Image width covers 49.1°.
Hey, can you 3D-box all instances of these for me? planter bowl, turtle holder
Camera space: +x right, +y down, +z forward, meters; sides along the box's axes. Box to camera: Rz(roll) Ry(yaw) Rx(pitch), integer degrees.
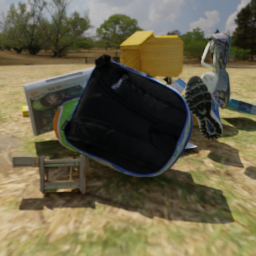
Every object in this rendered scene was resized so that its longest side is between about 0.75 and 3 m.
[{"bbox_3d":[2.787,-0.740,12.002,2.476,1.031,2.476,-6,17,2],"label":"planter bowl"},{"bbox_3d":[-1.313,-0.202,8.966,1.636,1.751,2.304,9,32,44],"label":"turtle holder"}]

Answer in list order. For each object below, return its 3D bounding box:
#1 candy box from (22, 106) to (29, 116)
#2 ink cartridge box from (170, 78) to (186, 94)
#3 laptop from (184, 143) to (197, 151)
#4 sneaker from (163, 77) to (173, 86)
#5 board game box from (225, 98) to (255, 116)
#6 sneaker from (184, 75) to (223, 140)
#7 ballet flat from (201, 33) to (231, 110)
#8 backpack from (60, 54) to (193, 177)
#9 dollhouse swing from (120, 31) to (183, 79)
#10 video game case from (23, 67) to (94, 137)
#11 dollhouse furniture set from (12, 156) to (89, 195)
[{"bbox_3d":[-4.124,-0.943,14.097,2.293,0.303,1.172,-6,15,-21],"label":"candy box"},{"bbox_3d":[1.645,-1.210,10.760,0.448,1.321,0.760,38,-21,-6],"label":"ink cartridge box"},{"bbox_3d":[0.878,-0.023,9.339,1.993,1.233,2.128,-7,14,-21],"label":"laptop"},{"bbox_3d":[1.662,-2.188,11.931,0.390,0.862,0.287,-11,-8,-11],"label":"sneaker"},{"bbox_3d":[4.787,-0.959,12.364,1.326,0.412,1.757,16,6,-2],"label":"board game box"},{"bbox_3d":[2.535,-0.724,9.437,0.890,2.267,1.010,-15,23,24],"label":"sneaker"},{"bbox_3d":[2.612,-1.725,8.431,0.858,2.385,0.858,4,-10,1],"label":"ballet flat"},{"bbox_3d":[0.189,-0.097,7.289,2.803,2.565,2.060,25,-3,22],"label":"backpack"},{"bbox_3d":[0.978,-2.465,10.873,1.807,2.055,1.868,16,45,25],"label":"dollhouse swing"},{"bbox_3d":[-2.085,-0.794,9.269,2.377,2.614,0.305,-19,65,-22],"label":"video game case"},{"bbox_3d":[-1.784,1.141,6.800,1.551,0.862,1.371,-1,-8,-2],"label":"dollhouse furniture set"}]
